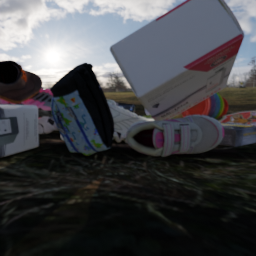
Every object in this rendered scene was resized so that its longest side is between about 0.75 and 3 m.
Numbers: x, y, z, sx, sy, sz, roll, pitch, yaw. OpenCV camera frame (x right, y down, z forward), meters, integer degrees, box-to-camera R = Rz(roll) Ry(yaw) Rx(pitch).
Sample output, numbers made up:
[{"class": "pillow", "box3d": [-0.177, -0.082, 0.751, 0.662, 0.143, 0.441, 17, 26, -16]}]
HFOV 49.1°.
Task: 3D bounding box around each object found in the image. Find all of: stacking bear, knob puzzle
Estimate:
[{"class": "stacking bear", "box3d": [3.098, -0.832, 10.938, 2.420, 1.469, 1.376, -2, -31, -49]}, {"class": "knob puzzle", "box3d": [4.485, -0.361, 9.963, 2.571, 0.357, 2.571, -7, 18, 2]}]

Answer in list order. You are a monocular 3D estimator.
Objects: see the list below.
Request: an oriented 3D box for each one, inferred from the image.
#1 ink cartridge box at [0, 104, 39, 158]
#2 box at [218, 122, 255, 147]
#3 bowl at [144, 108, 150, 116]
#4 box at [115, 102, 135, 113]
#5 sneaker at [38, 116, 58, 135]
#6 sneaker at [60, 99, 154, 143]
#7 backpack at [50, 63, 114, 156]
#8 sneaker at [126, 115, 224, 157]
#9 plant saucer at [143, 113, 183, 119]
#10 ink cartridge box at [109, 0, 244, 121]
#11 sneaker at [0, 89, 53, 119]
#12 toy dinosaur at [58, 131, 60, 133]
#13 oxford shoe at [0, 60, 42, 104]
[{"class": "ink cartridge box", "box3d": [-3.303, 0.036, 5.763, 1.845, 1.065, 2.536, 2, 5, 11]}, {"class": "box", "box3d": [2.599, 0.126, 7.975, 1.485, 0.453, 1.874, -4, 7, -38]}, {"class": "bowl", "box3d": [2.060, -0.859, 15.944, 1.898, 0.710, 1.901, -4, 8, -30]}, {"class": "box", "box3d": [-0.569, -0.864, 13.602, 1.729, 0.470, 2.158, 7, 13, 3]}, {"class": "sneaker", "box3d": [-3.052, -0.231, 9.822, 1.289, 0.843, 2.243, -1, 4, 33]}, {"class": "sneaker", "box3d": [-0.338, -0.201, 7.723, 2.967, 1.202, 1.115, 0, 6, -17]}, {"class": "backpack", "box3d": [-0.890, -0.275, 5.712, 1.310, 1.703, 1.390, -31, 20, 15]}, {"class": "sneaker", "box3d": [0.888, 0.223, 5.803, 2.109, 0.858, 0.930, -7, 5, 18]}, {"class": "plant saucer", "box3d": [1.589, -0.412, 11.814, 2.575, 0.400, 2.575, -8, 5, 1]}, {"class": "ink cartridge box", "box3d": [1.125, -1.274, 6.219, 2.140, 1.209, 2.922, -30, -15, 7]}, {"class": "sneaker", "box3d": [-2.827, -0.464, 8.040, 2.511, 1.198, 0.992, 8, 29, 30]}, {"class": "toy dinosaur", "box3d": [-1.694, -0.133, 9.381, 1.080, 0.813, 1.592, 13, -11, -26]}, {"class": "oxford shoe", "box3d": [-2.574, -1.059, 6.347, 0.851, 0.835, 2.345, -22, 3, 20]}]
